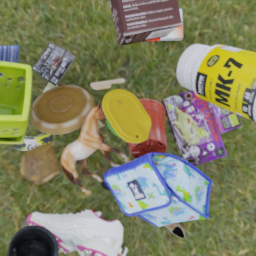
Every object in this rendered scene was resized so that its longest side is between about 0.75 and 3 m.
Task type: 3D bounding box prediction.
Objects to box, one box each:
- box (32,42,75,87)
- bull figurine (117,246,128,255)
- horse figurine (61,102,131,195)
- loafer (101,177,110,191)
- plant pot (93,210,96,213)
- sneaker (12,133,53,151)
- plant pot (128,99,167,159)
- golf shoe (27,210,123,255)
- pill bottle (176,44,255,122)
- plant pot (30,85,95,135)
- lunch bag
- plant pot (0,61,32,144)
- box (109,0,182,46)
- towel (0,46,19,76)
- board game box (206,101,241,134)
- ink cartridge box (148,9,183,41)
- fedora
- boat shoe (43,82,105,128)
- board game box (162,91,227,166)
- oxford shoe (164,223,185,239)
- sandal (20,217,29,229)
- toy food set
[{"bbox_3d":[-2.445,-2.093,9.087,1.423,0.354,1.122,35,91,45],"label":"box"},{"bbox_3d":[-0.924,4.466,10.242,1.833,0.597,1.113,36,88,1],"label":"bull figurine"},{"bbox_3d":[-1.175,0.808,8.207,1.831,0.689,2.762,48,118,-3],"label":"horse figurine"},{"bbox_3d":[0.000,1.942,10.300,2.076,0.654,0.746,-5,88,0],"label":"loafer"},{"bbox_3d":[-1.467,3.575,10.239,0.759,0.670,0.760,-23,89,0],"label":"plant pot"},{"bbox_3d":[-3.054,0.441,8.993,1.232,0.521,0.459,-10,95,-26],"label":"sneaker"},{"bbox_3d":[0.474,0.122,7.723,1.319,1.319,1.283,-6,50,0],"label":"plant pot"},{"bbox_3d":[-1.414,2.765,7.640,2.768,1.042,1.267,16,46,17],"label":"golf shoe"},{"bbox_3d":[2.784,-1.322,7.592,2.819,1.611,1.611,33,88,44],"label":"pill bottle"},{"bbox_3d":[-2.058,-0.669,8.677,2.021,0.278,2.021,-2,52,2],"label":"plant pot"},{"bbox_3d":[0.739,1.586,7.421,2.284,1.942,1.456,38,47,-21],"label":"lunch bag"},{"bbox_3d":[-3.413,-0.527,7.181,1.757,1.602,1.765,3,57,-17],"label":"plant pot"},{"bbox_3d":[0.360,-3.524,7.829,1.606,1.623,1.956,-13,98,-5],"label":"box"},{"bbox_3d":[-4.008,-1.837,7.734,1.790,1.296,0.213,-8,64,-30],"label":"towel"},{"bbox_3d":[3.506,-0.711,10.429,1.016,0.273,1.693,-18,88,-28],"label":"board game box"},{"bbox_3d":[1.365,-3.919,10.670,1.395,0.350,1.132,-1,88,-3],"label":"ink cartridge box"},{"bbox_3d":[-2.097,2.814,6.411,1.199,0.548,1.199,-2,69,6],"label":"fedora"},{"bbox_3d":[-2.008,-0.710,10.316,2.641,0.968,0.828,37,93,11],"label":"boat shoe"},{"bbox_3d":[2.468,-0.012,10.524,1.639,0.441,2.730,-18,88,-5],"label":"board game box"},{"bbox_3d":[1.549,3.495,10.301,1.453,0.543,0.512,37,88,1],"label":"oxford shoe"},{"bbox_3d":[-3.681,4.693,10.124,1.212,0.810,2.967,13,88,0],"label":"sandal"},{"bbox_3d":[-0.185,-0.336,6.953,1.057,0.587,1.797,-23,76,-32],"label":"toy food set"}]
